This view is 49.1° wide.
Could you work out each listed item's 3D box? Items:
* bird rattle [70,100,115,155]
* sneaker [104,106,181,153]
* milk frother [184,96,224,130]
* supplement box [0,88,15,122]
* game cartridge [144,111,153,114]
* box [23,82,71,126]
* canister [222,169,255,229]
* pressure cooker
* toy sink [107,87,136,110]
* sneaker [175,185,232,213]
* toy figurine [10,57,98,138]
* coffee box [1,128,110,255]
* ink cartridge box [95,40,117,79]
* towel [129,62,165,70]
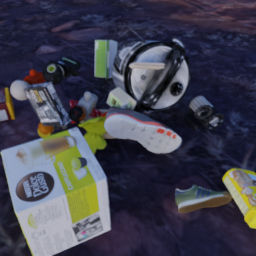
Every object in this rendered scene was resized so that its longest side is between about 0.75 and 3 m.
[{"bbox_3d":[-1.079,-0.142,10.817,2.167,1.497,2.658,-1,25,-19],"label":"bird rattle"},{"bbox_3d":[0.569,-0.086,9.691,2.921,1.126,1.196,23,35,-23],"label":"sneaker"},{"bbox_3d":[2.916,-0.742,11.052,1.249,1.384,1.301,-21,46,-13],"label":"milk frother"},{"bbox_3d":[-5.541,-0.903,11.680,1.284,0.852,1.266,-14,41,-17],"label":"supplement box"},{"bbox_3d":[1.188,-1.319,12.708,1.845,0.373,1.230,-27,43,-29],"label":"game cartridge"},{"bbox_3d":[-2.727,-0.768,9.456,1.180,1.496,0.372,1,34,36],"label":"box"},{"bbox_3d":[3.586,1.994,8.056,1.218,0.710,1.640,12,32,-22],"label":"canister"},{"bbox_3d":[0.919,-2.045,10.774,2.669,2.628,2.988,-14,22,-13],"label":"pressure cooker"},{"bbox_3d":[-0.251,-0.874,9.756,0.875,0.571,0.490,41,50,13],"label":"toy sink"},{"bbox_3d":[2.178,1.978,8.363,1.651,0.554,0.741,-10,45,-7],"label":"sneaker"},{"bbox_3d":[-2.614,-1.099,10.175,2.546,2.507,1.771,-17,19,24],"label":"toy figurine"},{"bbox_3d":[-1.882,1.693,7.450,2.126,2.150,2.147,-18,42,-21],"label":"coffee box"},{"bbox_3d":[-1.153,-3.214,13.082,0.884,1.725,2.334,5,14,8],"label":"ink cartridge box"},{"bbox_3d":[0.613,-2.024,9.097,1.068,0.184,0.708,0,7,-10],"label":"towel"}]
